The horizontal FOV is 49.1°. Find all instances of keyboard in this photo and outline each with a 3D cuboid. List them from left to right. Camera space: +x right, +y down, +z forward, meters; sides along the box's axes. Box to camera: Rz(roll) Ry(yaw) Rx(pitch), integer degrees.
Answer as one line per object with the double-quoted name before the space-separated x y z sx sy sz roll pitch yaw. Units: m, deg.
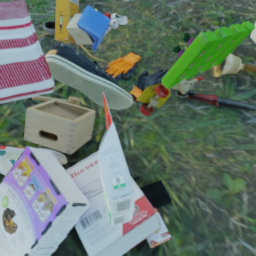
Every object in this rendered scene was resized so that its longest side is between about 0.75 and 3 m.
"keyboard" 0.156 1.843 7.607 1.819 0.187 1.156 -17 58 -15

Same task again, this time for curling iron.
"curling iron" 3.019 -0.926 9.708 2.877 0.368 0.713 16 15 8

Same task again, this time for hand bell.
"hand bell" 4.491 -2.311 10.715 2.221 1.157 1.157 9 50 -9

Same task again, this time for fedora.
"fedora" -3.436 -4.501 12.708 0.835 0.377 0.739 16 53 9

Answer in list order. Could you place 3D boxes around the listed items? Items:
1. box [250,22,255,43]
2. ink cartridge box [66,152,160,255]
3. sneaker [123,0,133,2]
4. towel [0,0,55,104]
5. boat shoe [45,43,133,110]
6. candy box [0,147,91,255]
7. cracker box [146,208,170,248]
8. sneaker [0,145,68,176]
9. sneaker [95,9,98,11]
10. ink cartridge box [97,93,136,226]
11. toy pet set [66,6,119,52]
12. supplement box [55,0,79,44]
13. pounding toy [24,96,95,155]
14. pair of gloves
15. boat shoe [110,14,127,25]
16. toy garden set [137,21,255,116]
"box" 6.598 -3.928 11.645 1.963 1.290 1.974 -11 51 -9
"ink cartridge box" -0.565 1.826 6.815 1.676 0.946 2.283 -30 49 -12
"sneaker" 0.450 -5.030 9.053 0.829 0.806 2.081 33 99 41
"towel" -2.152 -1.328 4.758 1.324 0.209 1.838 -18 81 -26
"boat shoe" -0.836 -1.183 6.660 2.419 0.903 0.753 28 56 -29
"candy box" -2.213 1.894 6.335 1.887 0.805 2.249 43 99 33
"cracker box" 0.632 2.498 7.022 0.541 0.233 0.808 -19 54 -15
"sneaker" -2.920 1.104 7.955 2.349 0.827 1.098 5 78 -8
"sneaker" -1.579 -4.861 12.942 0.758 0.589 1.684 -20 50 -3
"ink cartridge box" -0.345 0.570 4.800 0.465 1.493 1.855 -15 60 -10
"toy pet set" -1.043 -3.860 9.171 1.248 2.350 2.194 10 64 31
"supplement box" -2.056 -3.759 9.440 0.566 0.585 1.702 5 92 26
"pounding toy" -2.152 -0.243 8.757 2.107 1.097 2.398 16 19 11
"pair of gloves" 0.283 -2.054 10.755 2.342 0.290 2.086 33 58 24
"boat shoe" -0.620 -5.225 13.273 1.234 0.428 0.437 13 52 10
"toy garden set" 1.369 -1.371 6.031 0.515 2.152 2.582 50 43 10
